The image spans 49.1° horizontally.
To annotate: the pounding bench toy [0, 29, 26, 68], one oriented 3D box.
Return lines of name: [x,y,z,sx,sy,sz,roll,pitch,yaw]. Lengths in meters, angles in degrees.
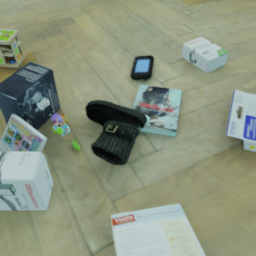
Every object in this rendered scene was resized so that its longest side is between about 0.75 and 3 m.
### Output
pounding bench toy: [-6.363,-3.887,13.893,1.998,1.559,1.241,4,46,4]

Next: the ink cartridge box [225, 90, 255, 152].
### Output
ink cartridge box: [5.357,-0.153,10.897,2.864,0.673,2.830,14,49,16]

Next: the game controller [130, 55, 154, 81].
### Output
game controller: [0.710,-2.990,13.814,1.041,0.420,1.995,6,45,6]

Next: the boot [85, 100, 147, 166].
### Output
boot: [-0.862,0.109,10.337,2.781,1.046,2.079,14,58,30]

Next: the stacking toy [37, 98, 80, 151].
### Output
stacking toy: [-2.455,-0.140,10.239,0.450,1.443,1.913,-40,55,-1]

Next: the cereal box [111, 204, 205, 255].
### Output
cereal box: [0.777,3.224,7.017,2.117,0.582,2.943,-7,27,-7]

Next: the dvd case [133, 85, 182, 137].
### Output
dvd case: [1.184,-0.811,11.752,1.958,0.295,2.682,10,48,9]

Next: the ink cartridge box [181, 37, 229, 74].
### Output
ink cartridge box: [3.867,-3.745,14.281,1.380,0.797,1.889,-26,51,-23]

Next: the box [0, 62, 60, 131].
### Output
box: [-3.812,-1.093,10.836,1.192,1.997,2.031,22,50,19]

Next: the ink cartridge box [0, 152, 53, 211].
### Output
ink cartridge box: [-3.675,1.604,8.326,2.450,1.788,1.030,0,47,0]

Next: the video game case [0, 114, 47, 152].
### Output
video game case: [-3.712,0.656,9.600,1.815,1.652,0.215,32,10,27]
